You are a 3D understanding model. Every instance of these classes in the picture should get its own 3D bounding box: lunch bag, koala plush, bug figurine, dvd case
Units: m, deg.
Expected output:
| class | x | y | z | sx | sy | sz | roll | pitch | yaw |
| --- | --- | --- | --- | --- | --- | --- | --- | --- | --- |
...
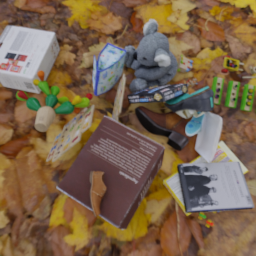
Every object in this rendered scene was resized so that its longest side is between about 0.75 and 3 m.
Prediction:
| class | x | y | z | sx | sy | sz | roll | pitch | yaw |
| --- | --- | --- | --- | --- | --- | --- | --- | --- | --- |
| lunch bag | -0.960 | -2.440 | 12.001 | 1.153 | 1.538 | 1.809 | 22 | 54 | 6 |
| koala plush | 1.066 | -3.065 | 11.826 | 2.423 | 2.636 | 2.338 | -13 | 71 | -5 |
| bug figurine | 2.921 | 3.109 | 10.081 | 0.645 | 0.214 | 0.832 | 27 | 99 | 26 |
| dvd case | 3.083 | 2.094 | 10.081 | 2.381 | 0.294 | 1.789 | -1 | 56 | -5 |

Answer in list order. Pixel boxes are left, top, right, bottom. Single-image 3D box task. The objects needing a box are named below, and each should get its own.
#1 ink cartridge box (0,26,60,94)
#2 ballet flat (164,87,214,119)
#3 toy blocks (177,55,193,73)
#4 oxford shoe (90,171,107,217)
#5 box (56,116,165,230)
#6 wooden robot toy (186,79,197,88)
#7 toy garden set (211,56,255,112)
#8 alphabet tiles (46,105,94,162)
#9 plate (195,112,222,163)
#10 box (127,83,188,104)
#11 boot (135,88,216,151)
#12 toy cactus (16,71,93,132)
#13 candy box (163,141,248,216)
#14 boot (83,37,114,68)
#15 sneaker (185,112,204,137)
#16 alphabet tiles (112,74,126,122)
| class | x | y | z | sx | sy | sz | roll | pitch | yaw |
| --- | --- | --- | --- | --- | --- | --- | --- | --- | --- |
| ink cartridge box | -4.821 | -3.194 | 12.867 | 2.419 | 1.155 | 2.756 | 12 | 63 | 7 |
| ballet flat | 2.290 | -0.835 | 10.675 | 1.077 | 2.949 | 1.077 | 0 | 89 | -19 |
| toy blocks | 2.695 | -2.921 | 13.150 | 0.662 | 0.484 | 0.968 | 21 | 57 | -10 |
| oxford shoe | -0.844 | 1.867 | 8.017 | 0.467 | 0.467 | 1.310 | -4 | 68 | 2 |
| box | -0.432 | 1.606 | 9.611 | 2.331 | 2.355 | 2.838 | 28 | 73 | 14 |
| wooden robot toy | 2.835 | -2.002 | 12.634 | 0.919 | 0.417 | 0.405 | -42 | 82 | -14 |
| toy garden set | 4.893 | -1.838 | 11.823 | 2.527 | 0.504 | 2.107 | 11 | 87 | -3 |
| alphabet tiles | -2.022 | 0.153 | 9.946 | 2.081 | 0.079 | 2.500 | -38 | 23 | 16 |
| plate | 3.032 | 0.272 | 10.492 | 0.276 | 1.711 | 1.707 | 7 | 102 | -7 |
| box | 1.178 | -1.366 | 11.084 | 1.748 | 0.437 | 1.761 | 1 | 19 | 44 |
| boot | 1.984 | -0.800 | 11.788 | 2.600 | 0.946 | 2.762 | 34 | 67 | 16 |
| toy cactus | -2.685 | -0.843 | 9.803 | 2.678 | 1.369 | 2.209 | 13 | 44 | -8 |
| candy box | 2.955 | 1.873 | 10.724 | 2.976 | 0.393 | 1.521 | -30 | 67 | -15 |
| boot | -1.403 | -3.661 | 13.479 | 1.582 | 0.523 | 1.386 | -15 | 64 | -6 |
| sneaker | 2.540 | 0.062 | 10.731 | 0.514 | 0.843 | 1.292 | 24 | 52 | 23 |
| alphabet tiles | -0.430 | -0.922 | 11.256 | 0.072 | 1.895 | 2.277 | 12 | 68 | -10 |
